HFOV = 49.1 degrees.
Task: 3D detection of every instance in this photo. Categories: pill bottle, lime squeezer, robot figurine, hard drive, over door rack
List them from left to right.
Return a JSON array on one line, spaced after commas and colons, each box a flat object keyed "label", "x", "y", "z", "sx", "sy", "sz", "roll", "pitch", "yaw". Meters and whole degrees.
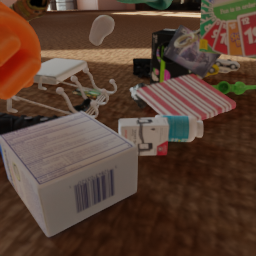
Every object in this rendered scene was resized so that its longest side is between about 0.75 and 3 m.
[{"label": "robot figurine", "x": -2.833, "y": -1.695, "z": 5.382, "sx": 2.090, "sy": 1.694, "sz": 2.906, "roll": -6, "pitch": 35, "yaw": -44}, {"label": "hard drive", "x": -3.199, "y": -2.538, "z": 12.270, "sx": 1.771, "sy": 0.353, "sz": 2.686, "roll": 9, "pitch": 28, "yaw": 16}, {"label": "over door rack", "x": -2.072, "y": -1.221, "z": 8.993, "sx": 2.976, "sy": 0.991, "sz": 2.199, "roll": 6, "pitch": 29, "yaw": 12}, {"label": "pill bottle", "x": 1.247, "y": 0.016, "z": 6.992, "sx": 1.179, "sy": 0.653, "sz": 0.653, "roll": 1, "pitch": 27, "yaw": 4}, {"label": "lime squeezer", "x": 3.654, "y": -1.514, "z": 10.187, "sx": 2.503, "sy": 0.472, "sz": 0.884, "roll": 0, "pitch": 27, "yaw": 1}]

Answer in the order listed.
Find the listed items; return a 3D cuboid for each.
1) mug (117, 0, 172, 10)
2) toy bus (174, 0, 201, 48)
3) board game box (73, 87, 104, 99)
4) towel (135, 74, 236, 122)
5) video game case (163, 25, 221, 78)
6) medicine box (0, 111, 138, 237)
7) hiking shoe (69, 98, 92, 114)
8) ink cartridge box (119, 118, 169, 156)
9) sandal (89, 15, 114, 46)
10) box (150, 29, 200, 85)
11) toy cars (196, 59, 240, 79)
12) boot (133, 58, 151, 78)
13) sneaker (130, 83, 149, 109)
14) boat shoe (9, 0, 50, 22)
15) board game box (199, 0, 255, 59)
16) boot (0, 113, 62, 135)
[{"label": "mug", "x": 0.095, "y": -3.043, "z": 5.499, "sx": 1.028, "sy": 1.663, "sz": 1.366, "roll": 19, "pitch": 45, "yaw": 42}, {"label": "toy bus", "x": 2.404, "y": -2.827, "z": 5.930, "sx": 2.692, "sy": 1.391, "sz": 2.540, "roll": -37, "pitch": 36, "yaw": -6}, {"label": "board game box", "x": -1.411, "y": -1.278, "z": 10.092, "sx": 1.050, "sy": 0.123, "sz": 0.550, "roll": 14, "pitch": 28, "yaw": 25}, {"label": "towel", "x": 1.810, "y": -0.852, "z": 8.678, "sx": 2.675, "sy": 0.400, "sz": 1.957, "roll": -19, "pitch": 48, "yaw": -32}, {"label": "video game case", "x": 1.854, "y": -2.176, "z": 8.073, "sx": 1.399, "sy": 0.999, "sz": 0.133, "roll": 29, "pitch": 38, "yaw": -3}, {"label": "medicine box", "x": -1.141, "y": 0.667, "z": 5.295, "sx": 1.852, "sy": 1.047, "sz": 2.034, "roll": -20, "pitch": 33, "yaw": -33}, {"label": "hiking shoe", "x": -1.437, "y": -0.556, "z": 8.558, "sx": 0.836, "sy": 0.362, "sz": 0.311, "roll": -37, "pitch": 78, "yaw": -26}, {"label": "ink cartridge box", "x": 0.337, "y": 0.209, "z": 6.465, "sx": 1.093, "sy": 0.794, "sz": 0.456, "roll": -2, "pitch": 27, "yaw": -4}, {"label": "sandal", "x": -0.646, "y": -2.395, "z": 6.729, "sx": 1.109, "sy": 0.451, "sz": 0.273, "roll": -24, "pitch": 34, "yaw": 57}, {"label": "box", "x": 1.752, "y": -2.543, "z": 10.458, "sx": 1.490, "sy": 2.006, "sz": 1.247, "roll": 15, "pitch": 31, "yaw": 26}, {"label": "toy cars", "x": 3.603, "y": -2.541, "z": 12.040, "sx": 2.821, "sy": 0.625, "sz": 1.265, "roll": -16, "pitch": 40, "yaw": -35}, {"label": "boot", "x": 1.127, "y": -2.871, "z": 12.487, "sx": 1.804, "sy": 0.815, "sz": 2.202, "roll": 0, "pitch": 29, "yaw": 4}, {"label": "sneaker", "x": 0.456, "y": -1.143, "z": 9.174, "sx": 0.668, "sy": 0.491, "sz": 1.477, "roll": -38, "pitch": 25, "yaw": 11}, {"label": "boat shoe", "x": -2.576, "y": -3.572, "z": 7.990, "sx": 0.693, "sy": 0.734, "sz": 2.040, "roll": -23, "pitch": 35, "yaw": 26}, {"label": "board game box", "x": 1.124, "y": -1.485, "z": 2.851, "sx": 0.716, "sy": 1.500, "sz": 0.225, "roll": 18, "pitch": 39, "yaw": 31}, {"label": "boot", "x": -2.349, "y": 0.183, "z": 6.724, "sx": 2.209, "sy": 0.725, "sz": 1.821, "roll": 6, "pitch": 29, "yaw": 2}]
